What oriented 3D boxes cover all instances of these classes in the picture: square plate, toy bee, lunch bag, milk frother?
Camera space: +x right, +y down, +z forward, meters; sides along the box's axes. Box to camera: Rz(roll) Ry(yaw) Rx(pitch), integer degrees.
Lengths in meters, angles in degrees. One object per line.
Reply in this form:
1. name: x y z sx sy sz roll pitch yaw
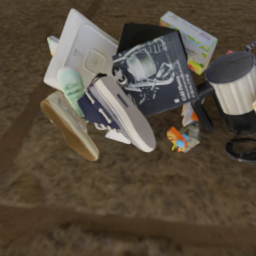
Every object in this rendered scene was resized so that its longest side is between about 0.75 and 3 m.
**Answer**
1. square plate: -1.381 -2.461 10.691 0.420 2.924 2.952 9 77 48
2. toy bee: 1.700 0.544 9.268 0.783 0.650 1.196 -26 76 -33
3. lunch bag: 2.090 0.235 9.867 0.566 0.789 0.962 28 46 -16
4. milk frother: 3.733 -0.606 9.358 2.494 2.599 2.763 -37 36 1

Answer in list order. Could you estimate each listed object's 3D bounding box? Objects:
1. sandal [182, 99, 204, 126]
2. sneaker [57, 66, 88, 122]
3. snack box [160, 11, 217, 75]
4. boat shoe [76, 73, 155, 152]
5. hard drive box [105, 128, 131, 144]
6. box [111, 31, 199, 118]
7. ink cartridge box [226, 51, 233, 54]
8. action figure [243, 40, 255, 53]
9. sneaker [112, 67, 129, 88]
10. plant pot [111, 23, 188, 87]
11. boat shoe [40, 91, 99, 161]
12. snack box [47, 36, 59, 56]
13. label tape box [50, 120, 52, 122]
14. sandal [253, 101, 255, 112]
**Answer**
1. sandal: 2.474 -0.846 10.798 0.522 0.697 1.820 12 74 51
2. sneaker: -1.641 -0.992 9.108 0.752 2.044 1.205 -22 56 -5
3. snack box: 2.324 -3.449 11.484 2.344 1.667 0.621 37 68 18
4. boat shoe: -0.354 -0.212 7.662 2.466 1.144 0.921 55 30 4
5. hard drive box: -0.209 0.155 8.673 0.826 0.644 0.317 19 64 -16
6. box: 0.875 -1.533 8.678 2.061 2.096 1.299 -19 2 14
7. ink cartridge box: 3.998 -2.190 10.966 0.491 0.847 1.455 12 56 -9
8. action figure: 4.523 -3.014 10.225 0.269 0.505 0.776 44 70 11
9. sneaker: -0.204 -1.395 7.878 0.283 0.385 0.851 -37 45 6
10. plant pot: 1.035 -2.449 10.826 2.160 2.435 2.429 1 64 25
11. boat shoe: -1.586 -0.037 8.468 0.860 2.383 0.774 -17 25 51
12. snack box: -3.491 -3.959 14.243 0.365 0.980 1.379 -35 55 -29
13. label tape box: -2.525 -0.330 10.961 0.874 0.277 0.630 27 50 25
14. sandal: 4.326 -0.871 8.967 0.669 0.895 2.336 -9 67 20
